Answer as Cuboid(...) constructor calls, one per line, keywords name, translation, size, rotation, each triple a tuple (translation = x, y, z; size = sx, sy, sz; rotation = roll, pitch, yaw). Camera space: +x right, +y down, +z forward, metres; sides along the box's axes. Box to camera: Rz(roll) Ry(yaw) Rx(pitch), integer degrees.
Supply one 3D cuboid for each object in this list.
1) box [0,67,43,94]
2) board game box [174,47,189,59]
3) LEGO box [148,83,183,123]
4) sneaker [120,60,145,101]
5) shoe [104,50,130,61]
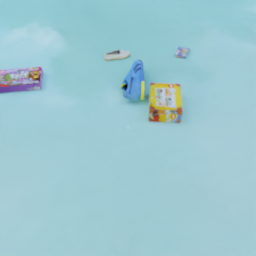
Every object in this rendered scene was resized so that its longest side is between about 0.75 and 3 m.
Cuboid(name="box", translation=(-5.198, -2.311, 13.436), size=(2.081, 0.407, 1.424), rotation=(-7, 46, -6))
Cuboid(name="board game box", translation=(2.954, -4.123, 15.357), size=(0.627, 0.160, 0.927), rotation=(17, 49, 16))
Cuboid(name="LEGO box", translation=(1.589, -1.116, 12.084), size=(1.362, 0.706, 1.829), rotation=(3, 46, 3))
Cuboid(name="sneaker", translation=(0.189, -2.331, 13.105), size=(1.085, 0.912, 2.767), rotation=(1, 47, -1))
Cuboid(name="shoe", translation=(-0.573, -3.925, 15.008), size=(1.455, 0.388, 0.509), rotation=(-16, 48, -14))
